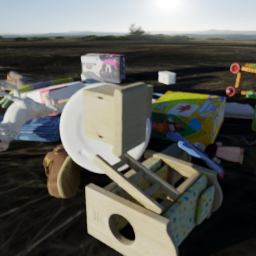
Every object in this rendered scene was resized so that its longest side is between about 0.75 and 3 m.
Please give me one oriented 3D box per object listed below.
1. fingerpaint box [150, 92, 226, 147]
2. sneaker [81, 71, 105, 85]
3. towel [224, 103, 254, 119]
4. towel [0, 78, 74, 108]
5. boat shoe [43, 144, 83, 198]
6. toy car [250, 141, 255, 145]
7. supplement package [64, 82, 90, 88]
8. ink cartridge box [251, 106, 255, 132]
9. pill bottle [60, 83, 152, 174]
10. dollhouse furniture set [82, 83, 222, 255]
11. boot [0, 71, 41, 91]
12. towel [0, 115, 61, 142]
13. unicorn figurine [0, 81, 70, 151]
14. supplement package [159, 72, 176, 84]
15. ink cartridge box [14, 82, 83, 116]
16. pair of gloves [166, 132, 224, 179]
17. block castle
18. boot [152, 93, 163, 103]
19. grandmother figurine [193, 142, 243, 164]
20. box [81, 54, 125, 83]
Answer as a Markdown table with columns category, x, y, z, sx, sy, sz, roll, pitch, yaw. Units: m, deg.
| category | x | y | z | sx | sy | sz | roll | pitch | yaw |
| --- | --- | --- | --- | --- | --- | --- | --- | --- | --- |
| fingerpaint box | 1.863 | -0.374 | 8.929 | 2.060 | 0.906 | 2.469 | 8 | 23 | 23 |
| sneaker | -1.309 | -1.563 | 12.259 | 0.868 | 0.878 | 2.212 | -18 | 50 | -30 |
| towel | 3.828 | -0.675 | 10.560 | 1.762 | 0.304 | 1.168 | 3 | 21 | 8 |
| towel | -3.667 | -1.449 | 11.496 | 1.940 | 0.308 | 2.702 | -21 | 1 | 43 |
| boat shoe | -1.428 | 0.869 | 6.024 | 0.740 | 0.789 | 2.191 | -7 | 16 | -1 |
| toy car | 4.273 | 0.311 | 6.756 | 2.223 | 2.135 | 2.707 | 1 | -8 | -8 |
| supplement package | -2.078 | -1.216 | 11.078 | 1.258 | 0.925 | 1.203 | 12 | 24 | 32 |
| ink cartridge box | 4.583 | -0.320 | 8.910 | 1.114 | 0.824 | 0.422 | -5 | 22 | -13 |
| pill bottle | -0.310 | -0.095 | 6.610 | 1.743 | 1.743 | 2.912 | 2 | 5 | 6 |
| dollhouse furniture set | 0.845 | 0.357 | 4.776 | 1.596 | 2.538 | 2.870 | 16 | 26 | 34 |
| boot | -5.069 | -2.185 | 13.875 | 1.949 | 0.936 | 2.665 | 6 | 21 | -3 |
| towel | -3.072 | -0.056 | 8.618 | 2.257 | 0.548 | 1.260 | 2 | 20 | 6 |
| unicorn figurine | -2.946 | -0.446 | 7.456 | 2.466 | 1.693 | 0.911 | -50 | 30 | -4 |
| supplement package | 2.197 | -2.826 | 15.788 | 0.541 | 0.539 | 0.922 | -11 | 23 | -25 |
| ink cartridge box | -2.779 | -0.969 | 9.902 | 2.076 | 0.875 | 1.503 | -2 | 16 | 38 |
| pair of gloves | 1.508 | 0.559 | 6.231 | 1.433 | 0.203 | 1.783 | 40 | 8 | 14 |
| block castle | 5.548 | -1.978 | 12.283 | 1.073 | 1.528 | 2.287 | -10 | 23 | -39 |
| boot | 0.631 | -1.027 | 10.628 | 1.549 | 0.740 | 0.570 | -3 | 58 | -13 |
| grandmother figurine | 2.269 | 0.597 | 7.177 | 1.242 | 0.376 | 0.753 | 8 | 28 | 19 |
| box | -1.393 | -3.405 | 15.963 | 2.246 | 1.484 | 1.288 | 4 | 22 | 11 |
